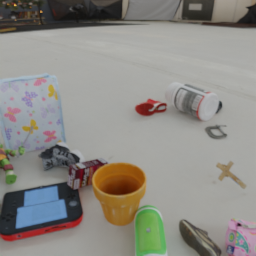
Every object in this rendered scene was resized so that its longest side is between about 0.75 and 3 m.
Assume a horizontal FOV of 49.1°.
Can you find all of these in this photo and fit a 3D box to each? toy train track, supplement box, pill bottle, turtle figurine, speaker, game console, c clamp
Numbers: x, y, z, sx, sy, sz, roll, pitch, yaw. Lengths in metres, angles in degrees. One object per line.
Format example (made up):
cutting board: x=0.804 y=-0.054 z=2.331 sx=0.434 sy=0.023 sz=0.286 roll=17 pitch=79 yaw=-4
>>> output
toy train track: x=3.223 y=1.505 z=8.826 sx=1.224 sy=0.702 sz=0.199 roll=39 pitch=-7 yaw=-8
supplement box: x=-1.269 y=1.454 z=9.008 sx=1.311 sy=0.714 sz=0.399 roll=-9 pitch=27 yaw=-42
pill bottle: x=3.089 y=-1.386 z=13.872 sx=1.377 sy=1.377 sz=2.418 roll=-20 pitch=34 yaw=-32
turtle figurine: x=-4.287 y=0.832 z=9.411 sx=1.991 sy=1.433 sz=1.931 roll=-38 pitch=48 yaw=12
speaker: x=0.537 y=2.737 z=6.846 sx=0.770 sy=0.770 sz=1.740 roll=0 pitch=28 yaw=0
game console: x=-2.502 y=2.282 z=8.122 sx=2.223 sy=0.345 sz=1.966 roll=-7 pitch=29 yaw=-15
c clamp: x=3.971 y=0.129 z=12.333 sx=1.043 sy=0.165 sz=1.221 roll=1 pitch=28 yaw=2

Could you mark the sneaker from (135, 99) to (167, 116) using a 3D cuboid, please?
sneaker: x=0.964 y=-1.061 z=14.199 sx=1.829 sy=0.717 sz=1.057 roll=-2 pitch=17 yaw=-30

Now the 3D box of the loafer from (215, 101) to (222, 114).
loafer: x=4.612 y=-1.159 z=14.435 sx=0.436 sy=0.451 sz=1.285 roll=14 pitch=31 yaw=24

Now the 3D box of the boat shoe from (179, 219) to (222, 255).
boat shoe: x=1.799 y=2.821 z=7.077 sx=0.471 sy=0.478 sz=1.284 roll=-7 pitch=36 yaw=-34

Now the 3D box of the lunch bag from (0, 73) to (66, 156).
lunch bag: x=-3.836 y=-0.654 z=10.962 sx=2.400 sy=2.830 sz=1.799 roll=-14 pitch=32 yaw=-23

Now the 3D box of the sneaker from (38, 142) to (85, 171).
sneaker: x=-2.360 y=1.182 z=9.789 sx=1.148 sy=0.761 sz=2.017 roll=-23 pitch=30 yaw=-35

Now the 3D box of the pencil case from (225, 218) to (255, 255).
pencil case: x=3.464 y=2.746 z=6.597 sx=2.271 sy=0.993 sz=0.993 roll=7 pitch=29 yaw=11

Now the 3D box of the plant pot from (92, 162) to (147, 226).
plant pot: x=-0.223 y=1.908 z=7.764 sx=1.452 sy=1.329 sz=1.452 roll=-1 pitch=29 yaw=0
